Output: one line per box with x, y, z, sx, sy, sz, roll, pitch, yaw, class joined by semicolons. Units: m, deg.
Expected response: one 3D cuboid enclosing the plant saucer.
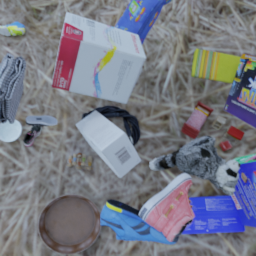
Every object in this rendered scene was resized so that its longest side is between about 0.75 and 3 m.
-1.895;3.112;9.198;2.022;0.348;2.022;-1;96;-12;plant saucer

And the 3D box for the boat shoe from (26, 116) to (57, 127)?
-2.523;-0.155;8.143;0.884;0.293;0.309;0;58;-29;boat shoe

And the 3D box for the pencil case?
0.347;-3.582;9.503;1.132;2.901;1.260;8;42;-39;pencil case

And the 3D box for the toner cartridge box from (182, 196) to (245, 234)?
2.579;2.994;9.616;2.520;0.544;1.197;-2;69;-1;toner cartridge box

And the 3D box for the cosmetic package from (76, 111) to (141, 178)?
-0.641;0.408;8.340;0.851;1.184;2.097;-38;32;-13;cosmetic package

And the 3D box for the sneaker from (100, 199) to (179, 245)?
0.202;2.228;6.167;1.799;0.593;0.705;18;90;20;sneaker

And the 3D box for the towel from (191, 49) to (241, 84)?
3.410;-2.079;9.867;2.343;0.212;1.008;10;87;-2;towel

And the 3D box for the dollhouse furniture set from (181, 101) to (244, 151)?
3.210;0.071;10.532;2.122;0.863;1.142;30;72;11;dollhouse furniture set

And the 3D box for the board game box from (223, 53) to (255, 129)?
4.132;-1.080;8.588;0.696;2.454;2.029;8;109;-17;board game box

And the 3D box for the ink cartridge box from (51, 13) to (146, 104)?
-0.888;-1.998;8.223;2.294;1.659;1.667;11;38;-16;ink cartridge box

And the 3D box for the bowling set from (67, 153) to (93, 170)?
-1.810;1.227;10.229;0.988;0.688;0.531;0;71;4;bowling set

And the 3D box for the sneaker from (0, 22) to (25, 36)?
-5.170;-4.434;12.493;1.192;0.452;0.626;6;56;-3;sneaker

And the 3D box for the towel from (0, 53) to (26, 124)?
-3.095;-0.960;7.266;0.647;1.252;1.512;15;57;-18;towel

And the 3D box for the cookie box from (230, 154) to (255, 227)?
3.723;1.711;7.701;0.853;2.271;1.943;-21;83;-17;cookie box

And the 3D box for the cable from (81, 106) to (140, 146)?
-0.713;-0.023;10.716;2.354;0.598;1.920;35;73;13;cable

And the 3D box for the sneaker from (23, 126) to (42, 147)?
-3.663;0.216;10.711;0.407;0.437;1.012;18;70;5;sneaker

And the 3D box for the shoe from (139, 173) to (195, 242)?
1.087;1.677;6.041;0.854;0.671;1.878;38;34;24;shoe

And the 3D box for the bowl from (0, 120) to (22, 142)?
-4.480;0.160;10.739;0.931;0.419;0.931;0;70;1;bowl

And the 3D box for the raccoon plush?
1.749;1.095;7.106;1.011;2.089;1.400;-37;100;-45;raccoon plush
